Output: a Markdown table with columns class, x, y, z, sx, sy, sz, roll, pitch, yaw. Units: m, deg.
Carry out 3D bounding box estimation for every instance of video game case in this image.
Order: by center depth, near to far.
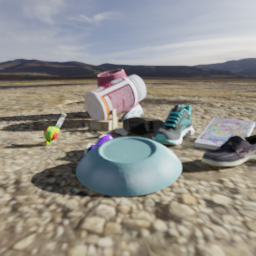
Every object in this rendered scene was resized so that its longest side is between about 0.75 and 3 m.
| class | x | y | z | sx | sy | sz | roll | pitch | yaw |
| --- | --- | --- | --- | --- | --- | --- | --- | --- | --- |
| video game case | 3.537 | 0.210 | 10.151 | 1.562 | 0.197 | 2.181 | 9 | 31 | 32 |

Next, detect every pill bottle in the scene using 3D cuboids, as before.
| class | x | y | z | sx | sy | sz | roll | pitch | yaw |
| --- | --- | --- | --- | --- | --- | --- | --- | --- | --- |
| pill bottle | -0.581 | -1.495 | 13.722 | 2.810 | 1.604 | 1.604 | -29 | 27 | -30 |

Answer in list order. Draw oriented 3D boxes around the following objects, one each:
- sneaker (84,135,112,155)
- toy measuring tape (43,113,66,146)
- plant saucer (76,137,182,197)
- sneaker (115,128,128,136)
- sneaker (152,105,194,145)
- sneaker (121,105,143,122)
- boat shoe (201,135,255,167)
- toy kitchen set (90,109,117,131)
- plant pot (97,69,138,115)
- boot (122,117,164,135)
| class | x | y | z | sx | sy | sz | roll | pitch | yaw |
| --- | --- | --- | --- | --- | --- | --- | --- | --- | --- |
| sneaker | -0.754 | 0.624 | 9.000 | 0.686 | 0.480 | 1.380 | 6 | 22 | 27 |
| toy measuring tape | -2.655 | 0.001 | 10.076 | 0.511 | 1.389 | 0.511 | 22 | -20 | 8 |
| plant saucer | 0.004 | 0.773 | 7.309 | 2.770 | 0.533 | 2.770 | -2 | 22 | 1 |
| sneaker | -0.132 | 0.106 | 11.524 | 0.486 | 0.310 | 0.841 | -11 | 16 | -29 |
| sneaker | 1.727 | -0.205 | 10.608 | 1.113 | 1.308 | 2.868 | 9 | 17 | 26 |
| sneaker | 0.223 | -0.649 | 14.211 | 1.418 | 0.573 | 0.543 | -36 | 9 | -35 |
| boat shoe | 3.208 | 0.604 | 8.276 | 2.465 | 0.799 | 0.886 | -5 | 14 | -23 |
| toy kitchen set | -1.066 | -0.409 | 12.503 | 0.955 | 0.864 | 1.059 | 4 | 13 | 17 |
| plant pot | -0.766 | -2.083 | 15.818 | 2.360 | 2.112 | 2.360 | -12 | 20 | 5 |
| boot | 0.384 | -0.167 | 11.892 | 1.924 | 0.745 | 1.331 | 6 | 8 | -31 |
